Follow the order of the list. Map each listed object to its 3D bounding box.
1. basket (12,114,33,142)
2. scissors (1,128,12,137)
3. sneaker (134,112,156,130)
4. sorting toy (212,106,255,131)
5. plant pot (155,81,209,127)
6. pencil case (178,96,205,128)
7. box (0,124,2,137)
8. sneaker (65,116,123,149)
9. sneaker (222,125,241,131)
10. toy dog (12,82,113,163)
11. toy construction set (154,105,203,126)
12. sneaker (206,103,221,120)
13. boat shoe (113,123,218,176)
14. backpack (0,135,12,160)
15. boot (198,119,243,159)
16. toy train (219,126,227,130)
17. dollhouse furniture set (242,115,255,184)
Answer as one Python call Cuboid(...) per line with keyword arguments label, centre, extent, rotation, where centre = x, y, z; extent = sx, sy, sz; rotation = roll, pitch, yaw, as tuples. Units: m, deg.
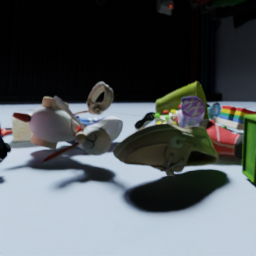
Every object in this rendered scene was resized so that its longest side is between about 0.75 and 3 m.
Cuboid(label="basket", centre=(-3.214, -0.014, 9.346), extent=(1.268, 0.859, 0.782), rotation=(-3, 10, -18))
Cuboid(label="scissors", centre=(-4.465, 0.242, 9.874), extent=(1.063, 0.202, 2.905), rotation=(-4, 7, -27))
Cuboid(label="sneaker", centre=(0.722, -0.285, 11.677), extent=(1.129, 0.417, 0.448), rotation=(-32, -15, -8))
Cuboid(label="sorting toy", centre=(4.166, -0.180, 9.277), extent=(2.019, 0.707, 2.031), rotation=(14, 6, -6))
Cuboid(label="plant pot", centre=(2.254, -0.769, 11.994), extent=(1.916, 1.990, 1.990), rotation=(-13, 1, 25))
Cuboid(label="pencil case", centre=(1.974, -0.317, 8.930), extent=(0.750, 0.764, 1.788), rotation=(36, -12, 20))
Cuboid(label="box", centre=(-3.529, -0.084, 6.557), extent=(0.798, 1.686, 0.865), rotation=(-10, 12, -42))
Cuboid(label="sneaker", centre=(-1.331, -0.082, 8.741), extent=(1.578, 0.868, 2.155), rotation=(23, 25, 29))
Cuboid(label="sneaker", centre=(4.261, -0.126, 11.022), extent=(1.570, 0.579, 0.628), rotation=(4, -37, -15))
Cuboid(label="toy dog", centre=(-1.758, -0.078, 6.747), extent=(1.397, 1.913, 2.900), rotation=(14, -20, -43))
Cuboid(label="toy construction set", centre=(1.783, -0.255, 9.919), extent=(1.969, 0.907, 1.291), rotation=(-5, 15, -10))
Cuboid(label="sneaker", centre=(3.570, -0.689, 13.268), extent=(0.915, 1.050, 2.334), rotation=(-5, -2, -33))
Cuboid(label="boat shoe", centre=(0.841, 0.472, 5.341), extent=(2.401, 0.780, 0.866), rotation=(0, -38, -38))
Cuboid(label="backpack", centre=(-3.128, 0.192, 4.645), extent=(1.378, 1.716, 1.876), rotation=(-22, 13, -2))
Cuboid(label="boot", centre=(2.625, 0.296, 7.475), extent=(1.555, 0.780, 2.155), rotation=(3, 16, 20))
Cuboid(label="toy train", centre=(2.354, 0.219, 8.861), extent=(1.801, 0.508, 0.376), rotation=(-2, 5, -15))
Cuboid(label="dollhouse furniture set", centre=(2.813, 0.479, 4.143), extent=(1.480, 1.134, 2.260), rotation=(2, 8, 3))
